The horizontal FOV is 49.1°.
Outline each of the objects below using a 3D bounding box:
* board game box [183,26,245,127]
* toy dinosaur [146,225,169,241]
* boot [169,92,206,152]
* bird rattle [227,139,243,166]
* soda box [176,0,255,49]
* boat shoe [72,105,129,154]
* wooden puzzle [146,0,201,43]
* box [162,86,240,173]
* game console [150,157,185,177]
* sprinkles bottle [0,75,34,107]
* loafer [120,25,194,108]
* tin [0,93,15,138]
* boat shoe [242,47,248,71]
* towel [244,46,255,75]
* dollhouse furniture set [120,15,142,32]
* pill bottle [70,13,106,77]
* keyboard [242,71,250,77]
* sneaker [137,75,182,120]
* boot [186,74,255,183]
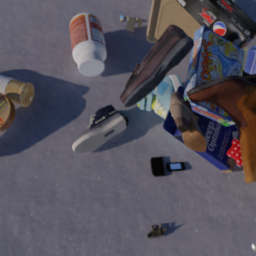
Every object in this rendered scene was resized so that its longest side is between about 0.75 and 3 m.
[{"bbox_3d":[2.738,-1.615,8.813,1.839,0.468,2.716,21,70,-22],"label":"board game box"},{"bbox_3d":[0.901,3.230,8.693,0.790,0.304,0.404,-5,76,-11],"label":"toy dinosaur"},{"bbox_3d":[1.506,-0.185,6.971,0.525,1.496,1.094,-21,46,25],"label":"boot"},{"bbox_3d":[4.351,0.986,9.416,2.039,1.149,1.663,36,44,6],"label":"bird rattle"},{"bbox_3d":[3.211,-4.087,10.083,1.059,0.948,2.992,-34,79,-29],"label":"soda box"},{"bbox_3d":[-1.155,0.014,10.139,2.230,0.833,1.034,-29,55,-18],"label":"boat shoe"},{"bbox_3d":[2.356,-4.816,12.058,2.774,0.517,2.566,11,105,4],"label":"wooden puzzle"},{"bbox_3d":[2.582,0.024,9.292,2.943,0.477,1.783,33,66,-19],"label":"box"},{"bbox_3d":[1.377,1.324,9.729,1.182,0.142,0.697,-4,63,-2],"label":"game console"},{"bbox_3d":[-5.107,-1.622,10.802,2.803,0.956,0.956,16,63,8],"label":"sprinkles bottle"},{"bbox_3d":[0.655,-1.718,8.037,2.705,0.972,0.852,-44,73,25],"label":"loafer"},{"bbox_3d":[-5.115,-0.055,9.941,1.470,0.549,2.624,35,82,20],"label":"tin"},{"bbox_3d":[5.050,-2.688,11.496,2.609,0.786,0.930,12,86,6],"label":"boat shoe"},{"bbox_3d":[3.768,-1.520,7.311,1.442,1.044,0.172,32,74,26],"label":"towel"},{"bbox_3d":[0.088,-4.824,12.935,0.813,0.562,0.861,-2,28,-25],"label":"dollhouse furniture set"},{"bbox_3d":[-1.634,-3.391,11.514,1.369,1.369,2.441,-8,63,-4],"label":"pill bottle"},{"bbox_3d":[5.096,-1.210,10.958,2.875,0.369,1.726,27,59,14],"label":"keyboard"},{"bbox_3d":[1.181,-0.668,10.240,1.893,1.153,2.900,-6,53,-5],"label":"sneaker"},{"bbox_3d":[2.810,0.048,7.209,2.547,0.926,2.705,-9,90,-26],"label":"boot"}]
